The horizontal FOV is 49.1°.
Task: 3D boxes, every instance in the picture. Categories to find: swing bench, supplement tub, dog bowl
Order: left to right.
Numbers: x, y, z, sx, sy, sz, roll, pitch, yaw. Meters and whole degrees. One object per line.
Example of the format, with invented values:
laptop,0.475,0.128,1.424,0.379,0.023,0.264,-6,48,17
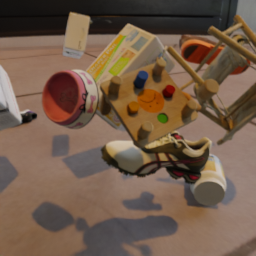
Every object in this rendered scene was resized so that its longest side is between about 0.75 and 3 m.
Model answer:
dog bowl,-1.240,-0.607,5.740,1.273,1.273,0.469,16,7,30
supplement tub,2.253,1.455,8.008,0.971,0.971,1.342,4,26,9
swing bench,2.797,-1.235,7.742,1.578,2.419,2.432,-34,77,-37

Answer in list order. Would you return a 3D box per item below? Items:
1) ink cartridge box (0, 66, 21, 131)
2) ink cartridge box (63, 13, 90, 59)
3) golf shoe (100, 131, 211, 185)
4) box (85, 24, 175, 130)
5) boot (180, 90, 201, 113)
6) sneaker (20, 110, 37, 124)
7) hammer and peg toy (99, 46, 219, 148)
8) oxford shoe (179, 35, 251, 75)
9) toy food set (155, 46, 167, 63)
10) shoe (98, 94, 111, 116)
ink cartridge box,-3.841,-1.137,7.152,1.056,2.522,1.830,-21,73,-8
ink cartridge box,-1.679,-2.868,8.884,0.618,1.065,1.471,9,3,-16
golf shoe,0.607,0.460,5.843,2.355,1.037,0.909,9,32,-21
box,-0.172,-1.550,8.578,2.712,1.374,1.525,-48,46,1
boot,0.929,-0.480,6.550,0.977,1.364,0.480,33,54,-13
sneaker,-4.633,-0.441,12.525,0.585,0.506,1.336,16,30,19
hammer and peg toy,0.517,-0.518,4.451,1.675,0.590,1.232,-26,73,-25
oxford shoe,2.854,-2.473,9.145,2.589,0.923,0.944,14,45,-20
toy food set,0.738,-1.455,7.692,0.314,1.566,1.081,13,25,6
shoe,-0.401,-0.626,5.438,0.330,0.943,0.252,-8,55,-29
